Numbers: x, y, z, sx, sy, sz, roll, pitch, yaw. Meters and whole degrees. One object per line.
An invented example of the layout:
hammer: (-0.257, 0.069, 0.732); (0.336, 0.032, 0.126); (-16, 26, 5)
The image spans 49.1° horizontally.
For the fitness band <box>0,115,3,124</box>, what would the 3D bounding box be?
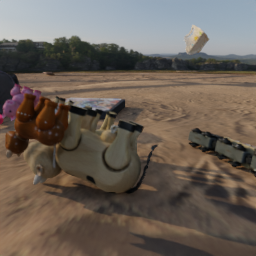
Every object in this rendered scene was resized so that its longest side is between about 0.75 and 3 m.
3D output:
fitness band: (-4.492, -0.179, 8.399); (1.513, 0.283, 1.086); (5, 18, 22)

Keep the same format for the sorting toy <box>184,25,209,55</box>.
sorting toy: (1.963, -2.668, 8.292); (0.407, 0.762, 0.686); (-3, 53, -37)

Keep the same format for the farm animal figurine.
farm animal figurine: (-1.088, 0.244, 4.884); (2.243, 1.397, 2.778); (15, 5, -23)

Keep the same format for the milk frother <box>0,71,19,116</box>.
milk frother: (-5.502, -1.945, 9.927); (2.467, 2.623, 2.367); (5, 47, 19)

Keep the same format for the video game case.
video game case: (-1.514, -0.789, 10.605); (2.400, 0.339, 2.655); (3, 14, 9)

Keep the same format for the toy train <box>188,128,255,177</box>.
toy train: (2.142, 0.493, 5.383); (0.631, 0.470, 2.755); (7, 9, -24)
